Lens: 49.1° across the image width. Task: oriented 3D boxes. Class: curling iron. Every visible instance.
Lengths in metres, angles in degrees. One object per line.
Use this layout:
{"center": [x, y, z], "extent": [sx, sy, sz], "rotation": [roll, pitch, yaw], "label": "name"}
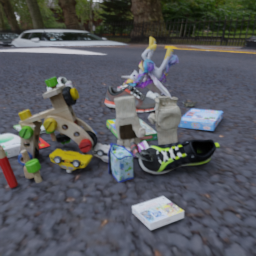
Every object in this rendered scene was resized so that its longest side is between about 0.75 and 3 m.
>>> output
{"center": [0.279, 0.629, 7.833], "extent": [0.511, 0.263, 2.061], "rotation": [19, 1, -11], "label": "curling iron"}

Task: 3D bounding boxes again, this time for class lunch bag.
{"center": [-0.265, 0.912, 7.543], "extent": [0.564, 0.752, 0.885], "rotation": [-11, 25, -23], "label": "lunch bag"}

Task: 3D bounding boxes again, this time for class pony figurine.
{"center": [1.345, -2.765, 14.320], "extent": [2.704, 2.802, 2.333], "rotation": [33, 2, -21], "label": "pony figurine"}

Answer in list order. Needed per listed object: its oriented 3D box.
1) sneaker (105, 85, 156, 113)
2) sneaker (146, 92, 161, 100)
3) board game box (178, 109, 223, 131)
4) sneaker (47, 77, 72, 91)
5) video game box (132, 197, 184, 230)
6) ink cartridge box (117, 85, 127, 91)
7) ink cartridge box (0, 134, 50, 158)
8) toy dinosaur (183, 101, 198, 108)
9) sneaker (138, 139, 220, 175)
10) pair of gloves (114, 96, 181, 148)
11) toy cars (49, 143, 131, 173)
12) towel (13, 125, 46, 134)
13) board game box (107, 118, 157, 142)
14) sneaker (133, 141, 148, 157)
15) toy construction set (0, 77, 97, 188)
{"center": [0.188, -1.417, 13.039], "extent": [2.711, 1.110, 1.045], "rotation": [7, 21, 11], "label": "sneaker"}
{"center": [1.376, -1.480, 14.013], "extent": [0.522, 0.484, 1.288], "rotation": [29, 15, 26], "label": "sneaker"}
{"center": [2.966, -0.363, 11.342], "extent": [1.364, 0.330, 1.803], "rotation": [7, 22, 28], "label": "board game box"}
{"center": [-3.713, -2.300, 15.421], "extent": [2.189, 1.090, 0.819], "rotation": [16, 27, 39], "label": "sneaker"}
{"center": [0.625, 1.787, 5.947], "extent": [0.837, 0.196, 0.763], "rotation": [-10, 14, -26], "label": "video game box"}
{"center": [-0.122, -2.185, 16.098], "extent": [0.646, 0.371, 0.890], "rotation": [14, 25, 33], "label": "ink cartridge box"}
{"center": [-3.570, 0.466, 9.254], "extent": [1.527, 0.382, 1.229], "rotation": [-19, 28, -35], "label": "ink cartridge box"}
{"center": [3.001, -1.119, 13.565], "extent": [0.806, 0.310, 0.412], "rotation": [3, 33, -4], "label": "toy dinosaur"}
{"center": [1.381, 0.628, 7.608], "extent": [2.308, 0.956, 0.828], "rotation": [-8, 62, -18], "label": "sneaker"}
{"center": [0.620, -0.142, 8.870], "extent": [2.118, 1.801, 0.371], "rotation": [0, 29, 0], "label": "pair of gloves"}
{"center": [-1.039, 0.885, 8.028], "extent": [2.308, 0.511, 1.035], "rotation": [-7, 24, -26], "label": "toy cars"}
{"center": [-3.710, 0.045, 10.671], "extent": [0.906, 0.186, 1.214], "rotation": [-16, 24, -40], "label": "towel"}
{"center": [0.095, 0.062, 10.413], "extent": [1.289, 0.279, 1.915], "rotation": [-7, 22, -20], "label": "board game box"}
{"center": [0.459, 0.846, 8.417], "extent": [0.567, 0.361, 0.995], "rotation": [-27, 34, 0], "label": "sneaker"}
{"center": [-2.408, -0.081, 7.660], "extent": [2.412, 2.222, 2.892], "rotation": [-3, 23, 29], "label": "toy construction set"}
